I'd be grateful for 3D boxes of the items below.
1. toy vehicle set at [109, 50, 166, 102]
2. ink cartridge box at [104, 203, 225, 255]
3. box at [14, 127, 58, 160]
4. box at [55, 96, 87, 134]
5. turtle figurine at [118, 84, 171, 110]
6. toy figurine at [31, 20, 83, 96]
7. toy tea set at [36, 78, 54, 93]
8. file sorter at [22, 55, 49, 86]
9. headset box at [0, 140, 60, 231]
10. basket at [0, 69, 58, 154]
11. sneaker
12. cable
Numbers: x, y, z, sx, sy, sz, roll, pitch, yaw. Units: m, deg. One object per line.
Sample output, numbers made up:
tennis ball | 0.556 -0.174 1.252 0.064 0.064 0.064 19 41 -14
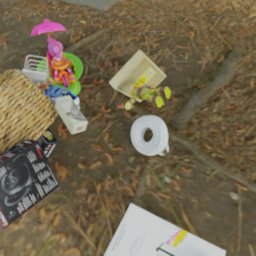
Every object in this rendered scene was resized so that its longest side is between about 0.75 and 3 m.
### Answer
toy vehicle set | 0.452 -1.857 10.648 1.553 2.500 0.331 -44 69 13
ink cartridge box | 0.843 3.810 7.755 2.760 2.032 1.997 24 62 13
box | -3.625 0.371 10.020 2.271 1.805 0.522 48 27 24
box | -1.763 -0.415 8.597 0.501 0.417 1.219 -18 59 -36
turtle figurine | 0.625 -1.146 9.259 1.507 0.602 1.868 11 34 43
toy figurine | -3.028 -3.009 11.584 2.131 2.613 2.839 -19 61 -10
toy tea set | -3.013 -1.572 10.024 0.770 0.285 0.458 -38 58 19
file sorter | -3.809 -2.286 11.727 0.904 1.302 0.811 8 66 -10
headset box | -3.310 1.592 7.935 0.864 1.665 2.238 2 30 44
basket | -3.938 -0.339 9.087 1.860 1.942 2.607 10 59 49
sneaker | -2.621 -1.292 10.848 1.764 0.725 0.652 29 54 3
cable | 0.753 0.282 10.327 1.493 0.517 1.493 -2 88 36
